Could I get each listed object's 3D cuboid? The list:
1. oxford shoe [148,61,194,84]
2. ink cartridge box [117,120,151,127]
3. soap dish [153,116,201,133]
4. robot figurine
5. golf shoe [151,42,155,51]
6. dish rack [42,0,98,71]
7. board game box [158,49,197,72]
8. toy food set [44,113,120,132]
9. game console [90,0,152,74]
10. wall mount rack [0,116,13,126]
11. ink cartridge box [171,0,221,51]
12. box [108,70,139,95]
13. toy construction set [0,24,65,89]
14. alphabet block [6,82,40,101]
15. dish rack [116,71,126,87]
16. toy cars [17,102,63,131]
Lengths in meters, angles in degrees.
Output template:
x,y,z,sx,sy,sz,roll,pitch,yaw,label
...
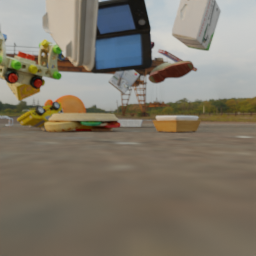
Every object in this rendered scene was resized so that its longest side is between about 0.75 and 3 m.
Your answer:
x,y,z,sx,sy,sz,roll,pitch,yaw,label
1.619,-2.280,10.658,1.900,0.701,0.672,-8,-40,37,oxford shoe
0.149,-0.179,11.173,1.531,0.331,1.503,2,1,3,ink cartridge box
0.949,-0.074,5.450,0.764,0.310,0.601,-1,2,-41,soap dish
-2.689,-0.734,12.337,1.408,1.737,2.414,-37,14,-16,robot figurine
0.968,-3.757,13.541,0.404,0.878,0.319,22,-1,35,golf shoe
-1.480,-2.973,6.523,0.614,2.819,2.419,-15,48,-28,dish rack
2.103,-2.880,11.956,1.669,0.162,0.859,24,13,-20,board game box
-0.917,-0.113,5.941,1.505,0.370,1.521,0,1,-3,toy food set
-0.488,-3.353,10.356,2.538,1.502,2.166,-3,-31,15,game console
-6.856,-0.339,14.683,1.390,0.597,1.600,3,0,-13,wall mount rack
2.334,-3.554,9.406,0.880,1.524,2.087,20,13,23,ink cartridge box
-0.220,-2.587,14.707,1.058,1.357,0.279,38,-13,-3,box
-3.348,-2.389,9.298,2.957,1.939,1.362,11,13,-39,toy construction set
-4.116,-1.838,10.928,0.985,1.004,0.980,-31,-18,-27,alphabet block
-0.244,-2.346,12.654,0.201,0.925,0.794,21,-31,1,dish rack
-1.990,-0.190,6.784,0.977,0.482,2.179,-27,3,-11,toy cars
